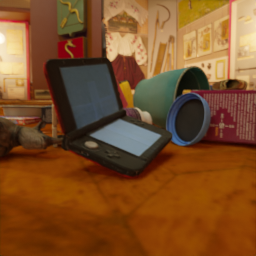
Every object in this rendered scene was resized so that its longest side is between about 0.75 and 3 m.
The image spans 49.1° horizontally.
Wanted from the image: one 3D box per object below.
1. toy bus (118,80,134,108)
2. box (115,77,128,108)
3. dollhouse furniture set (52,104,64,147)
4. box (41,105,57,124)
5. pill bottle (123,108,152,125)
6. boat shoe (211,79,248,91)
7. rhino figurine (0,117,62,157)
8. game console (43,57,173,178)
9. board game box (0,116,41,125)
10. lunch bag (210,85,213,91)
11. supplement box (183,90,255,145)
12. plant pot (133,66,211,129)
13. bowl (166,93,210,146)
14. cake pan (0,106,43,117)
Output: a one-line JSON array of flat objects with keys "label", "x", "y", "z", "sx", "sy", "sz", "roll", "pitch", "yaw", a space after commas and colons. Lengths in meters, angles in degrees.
[{"label": "toy bus", "x": -1.025, "y": -1.345, "z": 15.104, "sx": 2.555, "sy": 1.806, "sz": 2.661, "roll": -17, "pitch": 8, "yaw": -8}, {"label": "box", "x": -1.569, "y": -1.562, "z": 12.370, "sx": 2.430, "sy": 2.137, "sz": 1.175, "roll": 13, "pitch": 53, "yaw": 35}, {"label": "dollhouse furniture set", "x": -1.206, "y": -0.038, "z": 6.493, "sx": 1.030, "sy": 1.024, "sz": 1.461, "roll": -2, "pitch": 8, "yaw": -17}, {"label": "box", "x": -2.956, "y": -0.601, "z": 12.099, "sx": 1.237, "sy": 0.707, "sz": 1.358, "roll": -1, "pitch": 8, "yaw": -2}, {"label": "pill bottle", "x": -0.159, "y": -0.100, "z": 7.568, "sx": 1.566, "sy": 0.880, "sz": 0.880, "roll": -4, "pitch": 8, "yaw": -31}, {"label": "boat shoe", "x": 2.859, "y": -1.251, "z": 8.049, "sx": 0.401, "sy": 0.411, "sz": 1.086, "roll": 14, "pitch": -6, "yaw": -36}, {"label": "rhino figurine", "x": -2.695, "y": 0.186, "z": 5.603, "sx": 2.798, "sy": 0.836, "sz": 1.223, "roll": 1, "pitch": 7, "yaw": -9}, {"label": "game console", "x": -0.178, "y": -0.379, "z": 5.202, "sx": 1.975, "sy": 1.360, "sz": 2.291, "roll": 21, "pitch": 22, "yaw": 18}, {"label": "board game box", "x": -5.055, "y": -0.331, "z": 11.982, "sx": 2.292, "sy": 0.223, "sz": 1.180, "roll": 2, "pitch": 9, "yaw": 16}, {"label": "lunch bag", "x": 3.387, "y": -1.277, "z": 13.721, "sx": 1.602, "sy": 1.645, "sz": 2.421, "roll": -1, "pitch": 9, "yaw": -3}, {"label": "supplement box", "x": 2.875, "y": -0.313, "z": 7.342, "sx": 2.535, "sy": 1.308, "sz": 1.659, "roll": 5, "pitch": 5, "yaw": 35}, {"label": "plant pot", "x": 1.294, "y": -0.889, "z": 8.991, "sx": 1.932, "sy": 2.056, "sz": 2.056, "roll": 8, "pitch": 11, "yaw": 44}, {"label": "bowl", "x": 1.465, "y": -0.196, "z": 6.876, "sx": 0.258, "sy": 1.312, "sz": 1.312, "roll": 12, "pitch": 0, "yaw": -32}, {"label": "cake pan", "x": -4.750, "y": -0.789, "z": 13.632, "sx": 2.686, "sy": 0.493, "sz": 2.686, "roll": 1, "pitch": 2, "yaw": 0}]
